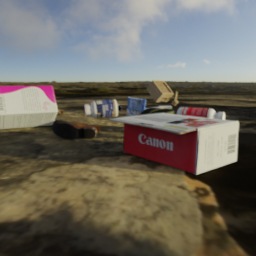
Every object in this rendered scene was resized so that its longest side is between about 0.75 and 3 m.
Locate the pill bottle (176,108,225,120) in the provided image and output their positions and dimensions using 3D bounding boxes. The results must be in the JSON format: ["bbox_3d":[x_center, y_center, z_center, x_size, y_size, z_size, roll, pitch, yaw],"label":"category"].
[{"bbox_3d":[2.701,-0.272,10.481,1.670,0.938,0.938,5,10,26],"label":"pill bottle"}]

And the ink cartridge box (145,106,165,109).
[{"bbox_3d":[1.576,-0.947,15.940,1.256,0.426,0.723,-9,10,-18],"label":"ink cartridge box"}]

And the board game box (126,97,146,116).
[{"bbox_3d":[0.421,-1.072,14.851,0.977,0.982,0.213,11,14,23],"label":"board game box"}]

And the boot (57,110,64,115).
[{"bbox_3d":[-4.218,-0.936,16.521,0.651,0.321,0.838,1,9,6],"label":"boot"}]

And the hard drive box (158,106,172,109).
[{"bbox_3d":[2.448,-1.274,18.577,0.848,0.326,0.661,1,9,5],"label":"hard drive box"}]

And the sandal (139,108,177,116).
[{"bbox_3d":[0.876,-0.129,10.448,1.125,0.808,2.832,10,29,36],"label":"sandal"}]

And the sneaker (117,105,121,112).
[{"bbox_3d":[-0.801,-1.332,18.551,0.789,0.552,1.366,5,17,6],"label":"sneaker"}]

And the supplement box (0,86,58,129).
[{"bbox_3d":[-4.343,-0.839,11.400,2.568,1.299,1.327,-5,-24,-27],"label":"supplement box"}]

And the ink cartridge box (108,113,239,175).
[{"bbox_3d":[1.008,0.282,6.811,2.120,1.013,2.415,-7,12,-38],"label":"ink cartridge box"}]

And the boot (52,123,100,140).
[{"bbox_3d":[-1.808,-0.001,10.079,1.521,0.553,1.616,-1,9,-2],"label":"boot"}]

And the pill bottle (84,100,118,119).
[{"bbox_3d":[-1.227,-0.832,12.661,1.422,0.789,0.789,-6,10,-11],"label":"pill bottle"}]

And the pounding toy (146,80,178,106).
[{"bbox_3d":[2.141,-1.841,16.234,1.536,0.800,1.748,-7,56,-44],"label":"pounding toy"}]
